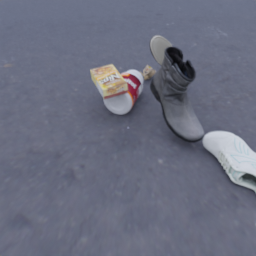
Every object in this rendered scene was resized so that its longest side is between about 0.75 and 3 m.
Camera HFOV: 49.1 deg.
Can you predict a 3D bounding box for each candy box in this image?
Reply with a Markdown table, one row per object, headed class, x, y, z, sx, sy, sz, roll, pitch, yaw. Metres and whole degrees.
| class | x | y | z | sx | sy | sz | roll | pitch | yaw |
| --- | --- | --- | --- | --- | --- | --- | --- | --- | --- |
| candy box | -0.693 | -1.648 | 9.867 | 0.877 | 0.420 | 1.520 | -18 | 42 | -14 |

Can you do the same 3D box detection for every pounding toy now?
| class | x | y | z | sx | sy | sz | roll | pitch | yaw |
| --- | --- | --- | --- | --- | --- | --- | --- | --- | --- |
| pounding toy | 0.866 | -2.559 | 12.564 | 0.544 | 0.542 | 0.948 | 32 | 31 | -24 |

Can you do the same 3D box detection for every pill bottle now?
| class | x | y | z | sx | sy | sz | roll | pitch | yaw |
| --- | --- | --- | --- | --- | --- | --- | --- | --- | --- |
| pill bottle | -0.093 | -1.466 | 10.879 | 1.112 | 1.112 | 1.969 | 12 | 39 | 15 |

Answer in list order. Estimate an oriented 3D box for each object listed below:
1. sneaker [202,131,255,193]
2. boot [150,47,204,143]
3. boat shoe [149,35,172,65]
| class | x | y | z | sx | sy | sz | roll | pitch | yaw |
| --- | --- | --- | --- | --- | --- | --- | --- | --- | --- |
| sneaker | 3.093 | 0.944 | 7.958 | 1.020 | 0.895 | 2.545 | -30 | 47 | -29 |
| boot | 1.617 | -0.983 | 8.579 | 0.956 | 1.803 | 2.739 | -24 | 70 | -24 |
| boat shoe | 1.459 | -2.694 | 10.681 | 0.810 | 2.422 | 0.690 | -50 | 43 | 9 |
